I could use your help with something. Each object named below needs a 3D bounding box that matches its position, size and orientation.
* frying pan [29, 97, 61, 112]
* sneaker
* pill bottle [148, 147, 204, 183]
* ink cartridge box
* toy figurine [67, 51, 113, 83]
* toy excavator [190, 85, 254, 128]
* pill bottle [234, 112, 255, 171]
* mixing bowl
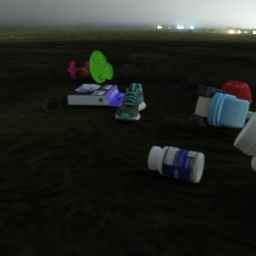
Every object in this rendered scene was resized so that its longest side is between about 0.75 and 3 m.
[{"bbox_3d":[-3.740,-0.908,12.935,1.368,0.223,0.828,-37,67,-20],"label":"frying pan"},{"bbox_3d":[0.098,-1.204,12.370,1.094,1.287,2.821,4,23,10],"label":"sneaker"},{"bbox_3d":[1.304,0.964,7.707,1.402,0.811,0.811,11,25,25],"label":"pill bottle"},{"bbox_3d":[-1.450,-1.736,14.582,2.627,0.570,2.602,4,21,9],"label":"ink cartridge box"},{"bbox_3d":[-2.739,-3.906,18.834,2.470,2.015,2.684,2,-1,29],"label":"toy figurine"},{"bbox_3d":[4.201,-0.511,10.475,2.909,1.453,2.828,20,13,34],"label":"toy excavator"},{"bbox_3d":[3.862,0.732,6.039,2.868,1.566,1.566,35,34,15],"label":"pill bottle"},{"bbox_3d":[5.590,-1.908,14.585,1.719,0.931,1.719,-1,23,0],"label":"mixing bowl"}]
